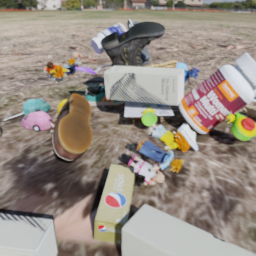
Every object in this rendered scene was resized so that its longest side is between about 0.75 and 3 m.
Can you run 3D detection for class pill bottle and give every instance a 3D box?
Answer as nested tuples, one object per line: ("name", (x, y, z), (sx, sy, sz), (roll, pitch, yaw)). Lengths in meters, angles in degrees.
("pill bottle", (-0.707, -3.329, 10.542), (1.299, 0.752, 0.752), (-34, 37, -16))
("pill bottle", (2.944, -1.043, 8.736), (1.396, 2.548, 1.396), (38, 28, -24))

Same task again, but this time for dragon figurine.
("dragon figurine", (2.238, -2.385, 13.101), (2.335, 1.161, 0.687), (18, 31, 33))

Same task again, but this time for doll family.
("doll family", (0.767, 0.495, 6.075), (0.993, 0.721, 1.600), (30, 55, 12))
("doll family", (-1.266, -1.215, 5.740), (0.883, 0.548, 0.398), (-28, 78, -20))

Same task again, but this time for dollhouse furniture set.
("dollhouse furniture set", (4.412, -0.492, 10.142), (1.139, 0.590, 0.504), (28, 78, 44))

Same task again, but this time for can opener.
("can opener", (0.506, -3.567, 11.420), (0.718, 0.573, 2.148), (-17, 67, -14))

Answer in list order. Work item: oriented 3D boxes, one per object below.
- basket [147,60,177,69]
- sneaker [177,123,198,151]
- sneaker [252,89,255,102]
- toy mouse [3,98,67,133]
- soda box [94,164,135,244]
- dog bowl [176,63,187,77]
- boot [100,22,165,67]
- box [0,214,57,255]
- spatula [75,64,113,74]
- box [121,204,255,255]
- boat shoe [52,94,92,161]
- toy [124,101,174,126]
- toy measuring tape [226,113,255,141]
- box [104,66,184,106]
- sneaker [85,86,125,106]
("basket", (0.984, -2.238, 12.366), (2.077, 1.548, 1.483), (-22, 34, -35))
("sneaker", (1.772, 0.277, 7.916), (0.371, 1.049, 0.383), (-46, 39, -6))
("sneaker", (5.061, -1.663, 11.967), (2.210, 0.889, 0.844), (9, 29, 21))
("toy mouse", (-3.185, -0.572, 10.063), (2.587, 0.563, 2.911), (-2, 27, -6))
("soda box", (-0.236, 1.495, 5.817), (0.586, 0.554, 1.732), (8, 29, 4))
("dog bowl", (2.556, -2.763, 13.842), (0.808, 0.359, 1.449), (1, -13, 17))
("boot", (0.337, -2.430, 9.779), (2.400, 2.090, 0.831), (-9, 45, 21))
("box", (-2.315, 1.949, 4.680), (2.080, 0.854, 0.711), (5, 26, 7))
("spatula", (-0.812, -2.312, 10.735), (2.639, 0.271, 0.746), (-10, 29, -20))
("box", (0.985, 2.103, 4.307), (2.211, 0.909, 0.756), (19, 32, 31))
("boat shoe", (-1.702, 0.077, 8.310), (1.055, 1.054, 2.996), (36, 22, -19))
("toy", (0.682, -0.657, 10.125), (1.572, 0.645, 2.731), (-2, 19, 2))
("toy measuring tape", (3.535, 0.244, 7.873), (1.858, 0.683, 0.683), (36, 34, 6))
("box", (0.517, -1.415, 9.197), (2.509, 1.031, 0.858), (6, 28, 22))
("sneaker", (-0.841, -1.357, 11.498), (1.824, 0.729, 0.651), (-6, 27, -12))
